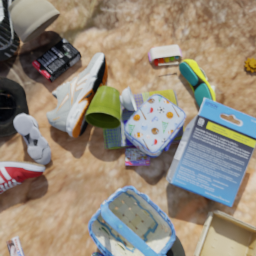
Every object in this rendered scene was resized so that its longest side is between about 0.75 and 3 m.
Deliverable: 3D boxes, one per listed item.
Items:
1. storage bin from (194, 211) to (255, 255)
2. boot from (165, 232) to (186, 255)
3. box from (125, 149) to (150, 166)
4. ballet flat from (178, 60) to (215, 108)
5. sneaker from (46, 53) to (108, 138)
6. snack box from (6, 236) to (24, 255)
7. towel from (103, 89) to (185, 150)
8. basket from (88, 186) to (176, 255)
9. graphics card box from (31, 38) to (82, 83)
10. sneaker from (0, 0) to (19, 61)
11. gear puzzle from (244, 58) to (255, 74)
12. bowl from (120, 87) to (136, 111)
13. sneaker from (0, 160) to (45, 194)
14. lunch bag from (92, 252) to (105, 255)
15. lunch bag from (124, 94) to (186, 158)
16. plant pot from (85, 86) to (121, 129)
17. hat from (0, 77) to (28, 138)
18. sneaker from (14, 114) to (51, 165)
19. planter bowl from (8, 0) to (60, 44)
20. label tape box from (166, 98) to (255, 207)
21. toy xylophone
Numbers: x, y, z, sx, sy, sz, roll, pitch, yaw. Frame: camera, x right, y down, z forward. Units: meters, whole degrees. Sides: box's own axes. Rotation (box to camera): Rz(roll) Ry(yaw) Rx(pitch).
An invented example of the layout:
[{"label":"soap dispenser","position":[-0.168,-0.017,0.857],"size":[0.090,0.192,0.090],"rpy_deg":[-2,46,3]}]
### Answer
[{"label":"storage bin","position":[2.707,3.175,7.605],"size":[1.391,0.656,1.401],"rpy_deg":[23,74,7]},{"label":"boot","position":[1.256,3.864,7.425],"size":[0.746,0.765,2.027],"rpy_deg":[-13,55,4]},{"label":"box","position":[0.284,0.901,8.622],"size":[0.751,0.147,0.514],"rpy_deg":[1,71,0]},{"label":"ballet flat","position":[2.414,-1.390,9.155],"size":[0.700,0.697,2.087],"rpy_deg":[-14,69,-32]},{"label":"sneaker","position":[-1.638,-1.237,8.876],"size":[1.355,1.115,2.945],"rpy_deg":[18,71,11]},{"label":"snack box","position":[-3.079,3.538,7.767],"size":[0.341,0.115,0.949],"rpy_deg":[-23,73,-7]},{"label":"towel","position":[0.454,-0.298,8.944],"size":[2.576,0.293,1.850],"rpy_deg":[-6,73,-2]},{"label":"basket","position":[0.162,2.546,6.757],"size":[2.173,2.465,1.714],"rpy_deg":[45,76,-2]},{"label":"graphics card box","position":[-2.413,-2.310,9.546],"size":[0.906,0.367,1.444],"rpy_deg":[42,78,17]},{"label":"sneaker","position":[-4.560,-3.464,9.732],"size":[1.186,1.026,2.627],"rpy_deg":[-9,73,17]},{"label":"gear puzzle","position":[5.080,-1.926,9.474],"size":[2.302,0.301,1.192],"rpy_deg":[21,73,7]},{"label":"bowl","position":[-0.025,-0.855,8.712],"size":[0.353,0.785,0.785],"rpy_deg":[-17,72,8]},{"label":"sneaker","position":[-3.651,1.663,7.992],"size":[2.491,0.887,1.401],"rpy_deg":[-1,71,3]},{"label":"lunch bag","position":[-0.850,3.669,7.367],"size":[0.486,0.763,0.649],"rpy_deg":[19,72,-12]},{"label":"lunch bag","position":[0.806,-0.023,8.410],"size":[1.444,0.681,1.802],"rpy_deg":[38,75,13]},{"label":"plant pot","position":[-0.681,-0.665,8.520],"size":[1.086,1.086,1.046],"rpy_deg":[7,65,2]},{"label":"hat","position":[-4.065,-0.666,8.720],"size":[0.753,1.867,1.867],"rpy_deg":[14,66,48]},{"label":"sneaker","position":[-2.880,0.290,8.599],"size":[0.632,0.967,1.683],"rpy_deg":[-28,108,-8]},{"label":"planter bowl","position":[-3.206,-3.708,9.209],"size":[1.601,1.601,1.077],"rpy_deg":[-44,108,-13]},{"label":"label tape box","position":[2.409,0.677,7.924],"size":[1.809,0.834,2.524],"rpy_deg":[22,87,-1]},{"label":"toy xylophone","position":[1.288,-2.461,9.645],"size":[1.190,0.299,0.871],"rpy_deg":[-1,70,0]}]
